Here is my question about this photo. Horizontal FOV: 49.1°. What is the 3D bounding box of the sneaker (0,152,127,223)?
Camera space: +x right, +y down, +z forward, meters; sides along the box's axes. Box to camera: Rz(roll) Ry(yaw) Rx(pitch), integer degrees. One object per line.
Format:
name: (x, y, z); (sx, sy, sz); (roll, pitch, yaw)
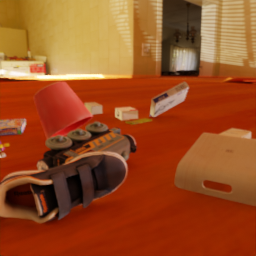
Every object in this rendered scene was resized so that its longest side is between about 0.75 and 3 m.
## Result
sneaker: (-1.286, 1.243, 5.678); (2.742, 1.075, 1.089); (-13, 11, -8)

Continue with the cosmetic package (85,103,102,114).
cosmetic package: (-2.016, -1.144, 16.198); (0.674, 0.476, 1.302); (-6, 16, -23)

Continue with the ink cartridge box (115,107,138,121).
ink cartridge box: (-0.103, -0.736, 14.442); (0.867, 0.505, 1.197); (-5, 13, -18)

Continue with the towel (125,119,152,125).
towel: (0.522, -0.340, 13.774); (1.281, 0.116, 0.551); (-11, 19, -38)

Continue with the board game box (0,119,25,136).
board game box: (-5.180, -0.050, 12.230); (1.192, 0.303, 1.760); (-4, 15, -15)

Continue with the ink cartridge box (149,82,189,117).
ink cartridge box: (2.026, -1.284, 14.207); (1.967, 0.400, 1.971); (-29, -20, -10)

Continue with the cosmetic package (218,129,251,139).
cosmetic package: (3.646, 0.456, 9.793); (0.766, 0.540, 1.479); (12, 20, 40)

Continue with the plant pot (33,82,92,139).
plant pot: (-2.552, -0.688, 10.541); (1.896, 1.678, 1.896); (-30, -3, -2)

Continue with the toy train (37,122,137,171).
toy train: (-0.986, 0.714, 7.589); (1.623, 1.213, 2.848); (19, 25, 30)

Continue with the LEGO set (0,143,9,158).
LEGO set: (-4.188, 0.660, 9.316); (0.412, 0.383, 1.003); (-8, 18, -29)

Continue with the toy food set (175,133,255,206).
toy food set: (2.693, 0.998, 7.472); (2.015, 0.848, 2.808); (9, 25, 29)
